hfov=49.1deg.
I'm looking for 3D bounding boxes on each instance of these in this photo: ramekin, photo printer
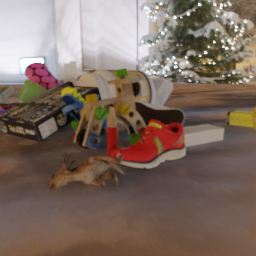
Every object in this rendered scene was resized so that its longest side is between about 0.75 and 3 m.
[{"bbox_3d":[-3.424,-1.037,10.789,1.691,0.826,1.691,31,-9,6],"label":"ramekin"},{"bbox_3d":[0.829,-1.476,12.750,0.725,1.736,2.086,41,-14,-35],"label":"photo printer"}]

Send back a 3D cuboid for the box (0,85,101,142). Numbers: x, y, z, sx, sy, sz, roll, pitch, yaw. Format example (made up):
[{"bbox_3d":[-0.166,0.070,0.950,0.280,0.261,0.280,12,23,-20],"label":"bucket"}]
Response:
[{"bbox_3d":[-2.444,-0.584,8.779,2.111,0.643,2.619,10,35,35],"label":"box"}]

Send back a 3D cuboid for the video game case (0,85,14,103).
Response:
[{"bbox_3d":[-6.022,-0.794,9.989,2.927,0.323,2.665,-2,31,11],"label":"video game case"}]

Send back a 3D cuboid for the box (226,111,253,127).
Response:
[{"bbox_3d":[4.448,-0.282,9.678,1.889,0.473,0.711,7,13,34],"label":"box"}]

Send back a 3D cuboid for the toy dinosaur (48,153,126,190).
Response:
[{"bbox_3d":[-0.642,0.679,4.767,0.888,0.563,1.311,1,4,41],"label":"toy dinosaur"}]

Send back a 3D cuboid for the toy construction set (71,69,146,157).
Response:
[{"bbox_3d":[-0.382,-0.474,6.884,2.104,1.938,2.522,-2,12,-9],"label":"toy construction set"}]

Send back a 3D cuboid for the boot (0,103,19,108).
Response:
[{"bbox_3d":[-5.129,-0.945,11.560,1.290,1.173,0.468,4,41,20],"label":"boot"}]

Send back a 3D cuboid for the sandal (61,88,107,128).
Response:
[{"bbox_3d":[-1.258,-0.404,7.914,1.628,0.709,0.647,32,-41,-22],"label":"sandal"}]

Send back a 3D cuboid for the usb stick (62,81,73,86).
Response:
[{"bbox_3d":[-3.758,-1.423,12.881,2.682,0.437,0.744,-26,16,-3],"label":"usb stick"}]

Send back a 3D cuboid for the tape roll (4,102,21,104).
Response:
[{"bbox_3d":[-5.637,-1.159,14.564,1.579,0.288,1.579,0,11,0],"label":"tape roll"}]

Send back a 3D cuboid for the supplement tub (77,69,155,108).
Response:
[{"bbox_3d":[-0.466,-1.290,10.931,2.674,1.934,1.934,-8,14,-40],"label":"supplement tub"}]

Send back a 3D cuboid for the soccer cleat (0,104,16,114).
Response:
[{"bbox_3d":[-4.296,-0.609,10.777,0.622,0.667,1.823,8,13,27],"label":"soccer cleat"}]

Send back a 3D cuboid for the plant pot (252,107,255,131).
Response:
[{"bbox_3d":[4.223,-0.287,7.511,1.515,1.515,1.426,-6,-3,-27],"label":"plant pot"}]

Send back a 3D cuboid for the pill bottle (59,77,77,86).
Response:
[{"bbox_3d":[-3.537,-2.003,15.121,2.003,1.089,1.089,-22,10,6],"label":"pill bottle"}]

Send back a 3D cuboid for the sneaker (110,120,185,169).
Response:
[{"bbox_3d":[0.426,0.278,5.773,0.802,0.885,2.083,11,15,43],"label":"sneaker"}]

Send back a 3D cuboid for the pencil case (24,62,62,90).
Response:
[{"bbox_3d":[-3.212,-1.807,11.143,0.997,0.966,2.129,-40,66,-11],"label":"pencil case"}]

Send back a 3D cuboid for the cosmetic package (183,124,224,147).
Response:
[{"bbox_3d":[1.838,0.194,7.518,1.468,0.372,0.606,-7,13,-30],"label":"cosmetic package"}]

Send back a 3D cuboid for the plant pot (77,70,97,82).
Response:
[{"bbox_3d":[-1.429,-1.648,13.087,1.558,1.667,1.558,-15,-3,-1],"label":"plant pot"}]

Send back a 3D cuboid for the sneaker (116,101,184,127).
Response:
[{"bbox_3d":[0.599,-0.411,9.615,2.452,0.893,1.038,8,4,-12],"label":"sneaker"}]
